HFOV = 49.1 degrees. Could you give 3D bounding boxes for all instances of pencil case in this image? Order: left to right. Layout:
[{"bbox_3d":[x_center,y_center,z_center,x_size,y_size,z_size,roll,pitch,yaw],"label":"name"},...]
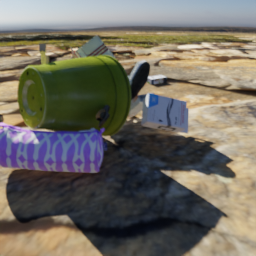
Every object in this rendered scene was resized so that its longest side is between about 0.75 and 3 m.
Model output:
[{"bbox_3d":[-1.952,0.529,7.259,2.765,1.182,1.160,1,16,-2],"label":"pencil case"}]

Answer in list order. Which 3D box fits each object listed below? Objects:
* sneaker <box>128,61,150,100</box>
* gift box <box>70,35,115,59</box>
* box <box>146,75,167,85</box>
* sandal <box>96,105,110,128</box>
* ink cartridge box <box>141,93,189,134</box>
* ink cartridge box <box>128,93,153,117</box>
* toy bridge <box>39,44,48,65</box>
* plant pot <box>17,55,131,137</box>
[{"bbox_3d":[-0.227,-1.640,10.361,1.450,2.402,1.004,41,29,24],"label":"sneaker"},{"bbox_3d":[-1.555,-2.671,10.894,1.323,1.417,1.307,-47,8,-23],"label":"gift box"},{"bbox_3d":[1.569,-2.688,15.677,1.054,0.317,0.615,-13,27,-29],"label":"box"},{"bbox_3d":[-0.678,-0.345,7.269,0.284,0.426,1.041,31,28,-16],"label":"sandal"},{"bbox_3d":[1.334,-0.439,9.125,1.688,0.979,0.573,10,-17,-15],"label":"ink cartridge box"},{"bbox_3d":[0.290,-0.799,10.347,1.288,0.323,1.045,-34,-11,38],"label":"ink cartridge box"},{"bbox_3d":[-2.511,-1.966,8.487,0.200,0.494,1.468,-2,-14,-9],"label":"toy bridge"},{"bbox_3d":[-1.719,-0.891,8.265,2.531,2.629,2.629,-9,23,-44],"label":"plant pot"}]
